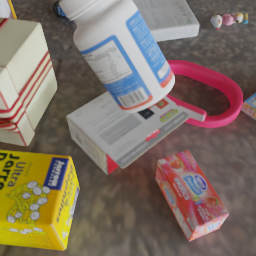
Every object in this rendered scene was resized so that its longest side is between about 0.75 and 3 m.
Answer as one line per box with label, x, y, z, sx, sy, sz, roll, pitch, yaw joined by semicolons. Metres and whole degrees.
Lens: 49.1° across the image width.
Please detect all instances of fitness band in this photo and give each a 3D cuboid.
fitness band;1.907;-1.075;8.307;2.869;0.537;2.061;28;54;20

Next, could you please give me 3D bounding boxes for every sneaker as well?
sneaker;-2.409;-4.513;10.935;0.921;0.636;1.656;-14;48;-18

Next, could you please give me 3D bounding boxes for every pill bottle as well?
pill bottle;-0.147;-1.192;4.061;1.007;1.794;1.007;-27;26;14

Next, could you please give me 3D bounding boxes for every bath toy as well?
bath toy;3.882;-4.129;10.760;1.396;0.607;0.516;-12;88;-10

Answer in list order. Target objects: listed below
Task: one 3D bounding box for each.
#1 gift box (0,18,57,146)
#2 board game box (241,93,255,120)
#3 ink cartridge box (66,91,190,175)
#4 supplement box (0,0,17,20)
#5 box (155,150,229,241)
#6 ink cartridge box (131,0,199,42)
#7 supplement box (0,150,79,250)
gift box;-3.622;-1.260;7.003;2.623;2.843;2.655;6;53;12
board game box;4.511;-0.731;8.085;2.097;0.359;1.410;-32;57;-23
ink cartridge box;0.023;-0.015;7.107;2.327;0.976;2.043;-34;59;-24
supplement box;-5.638;-3.677;9.464;2.803;1.887;2.842;-4;51;-3
box;1.296;1.428;6.049;0.777;0.842;1.642;-17;52;-14
ink cartridge box;0.907;-4.397;10.882;2.910;0.591;2.904;-7;52;-6
supplement box;-2.479;1.415;5.658;2.623;1.436;1.427;4;51;3
